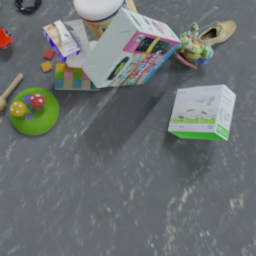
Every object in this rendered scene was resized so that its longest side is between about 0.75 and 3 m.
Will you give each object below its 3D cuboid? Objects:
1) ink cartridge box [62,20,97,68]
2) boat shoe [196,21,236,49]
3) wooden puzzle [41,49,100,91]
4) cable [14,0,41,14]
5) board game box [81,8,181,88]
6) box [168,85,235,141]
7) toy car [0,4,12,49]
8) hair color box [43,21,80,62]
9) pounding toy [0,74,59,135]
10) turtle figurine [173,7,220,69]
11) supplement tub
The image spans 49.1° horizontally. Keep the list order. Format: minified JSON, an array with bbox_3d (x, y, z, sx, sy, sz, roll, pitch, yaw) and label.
[{"bbox_3d":[-1.762,-2.962,9.920,0.411,1.887,1.638,-32,122,-33],"label":"ink cartridge box"},{"bbox_3d":[3.602,-3.852,11.338,1.916,0.622,0.691,-29,78,-7],"label":"boat shoe"},{"bbox_3d":[-2.030,-2.362,11.197,2.976,0.209,1.765,0,77,0],"label":"wooden puzzle"},{"bbox_3d":[-4.187,-5.426,11.881,0.989,0.308,1.212,35,78,8],"label":"cable"},{"bbox_3d":[0.197,-2.450,9.183,2.187,2.965,0.953,-45,75,31],"label":"board game box"},{"bbox_3d":[2.532,-0.522,9.803,0.923,1.910,1.685,26,73,-40],"label":"box"},{"bbox_3d":[-5.793,-4.543,11.517,2.786,0.621,2.622,11,76,2],"label":"toy car"},{"bbox_3d":[-2.265,-2.934,9.498,0.674,0.400,1.233,-35,87,-24],"label":"hair color box"},{"bbox_3d":[-3.837,-0.911,10.380,2.434,1.130,1.879,35,79,7],"label":"pounding toy"},{"bbox_3d":[2.073,-3.585,10.568,2.447,2.524,1.816,8,61,10],"label":"turtle figurine"},{"bbox_3d":[-0.619,-4.064,10.169,1.843,2.553,1.843,-5,72,17],"label":"supplement tub"}]
